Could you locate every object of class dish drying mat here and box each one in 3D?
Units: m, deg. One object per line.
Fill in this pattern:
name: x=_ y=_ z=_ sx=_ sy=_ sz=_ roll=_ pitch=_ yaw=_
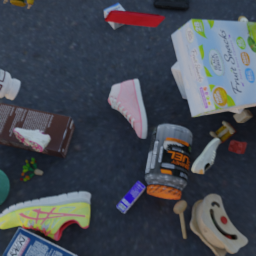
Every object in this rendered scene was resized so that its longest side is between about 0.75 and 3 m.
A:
dish drying mat: x=0.155 y=-2.533 z=6.492 sx=1.318 sy=0.506 sz=0.120 roll=-3 pitch=84 yaw=-21

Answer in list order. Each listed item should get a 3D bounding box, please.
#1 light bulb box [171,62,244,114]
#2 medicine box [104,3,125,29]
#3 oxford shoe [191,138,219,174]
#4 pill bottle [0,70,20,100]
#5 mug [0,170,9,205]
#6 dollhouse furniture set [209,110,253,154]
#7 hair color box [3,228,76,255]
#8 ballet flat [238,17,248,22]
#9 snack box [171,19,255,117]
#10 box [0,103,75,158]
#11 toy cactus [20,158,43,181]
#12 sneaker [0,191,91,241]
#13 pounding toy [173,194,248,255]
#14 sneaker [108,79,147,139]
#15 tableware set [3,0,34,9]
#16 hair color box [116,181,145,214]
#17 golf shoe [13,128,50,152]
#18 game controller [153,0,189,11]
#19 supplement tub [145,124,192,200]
light bulb box: x=3.228 y=-2.020 z=9.556 sx=2.350 sy=1.479 sz=2.371 roll=-48 pitch=41 yaw=-16
medicine box: x=-0.496 y=-4.666 z=11.704 sx=0.743 sy=0.420 sz=0.816 roll=-31 pitch=72 yaw=-12
oxford shoe: x=1.766 y=0.639 z=6.137 sx=0.295 sy=0.384 sz=1.021 roll=25 pitch=57 yaw=32
pill bottle: x=-3.820 y=-1.303 z=7.775 sx=1.419 sy=0.802 sz=0.802 roll=22 pitch=63 yaw=-36
mug: x=-4.386 y=1.773 z=8.783 sx=1.370 sy=1.031 sz=1.667 roll=23 pitch=70 yaw=18
dollhouse furniture set: x=4.175 y=-0.070 z=9.218 sx=2.487 sy=1.011 sz=1.338 roll=-45 pitch=65 yaw=28
hair color box: x=-1.796 y=3.868 z=7.726 sx=2.921 sy=1.461 sz=0.884 roll=23 pitch=63 yaw=10
ballet flat: x=4.781 y=-4.183 z=11.526 sx=0.434 sy=0.399 sz=1.265 roll=6 pitch=68 yaw=2
snack box: x=2.571 y=-1.543 z=7.177 sx=2.590 sy=0.876 sz=2.184 roll=-11 pitch=84 yaw=-28
box: x=-3.250 y=0.089 z=9.565 sx=2.538 sy=0.951 sz=1.271 roll=12 pitch=69 yaw=6
toy cactus: x=-3.205 y=1.442 z=9.375 sx=0.668 sy=0.414 sz=0.810 roll=21 pitch=66 yaw=-12
sneaker: x=-2.478 y=2.770 z=8.415 sx=2.849 sy=1.113 sz=1.286 roll=-11 pitch=71 yaw=-5
pounding toy: x=2.422 y=2.918 z=8.648 sx=2.185 sy=1.254 sz=1.249 roll=46 pitch=47 yaw=6
sneaker: x=-0.043 y=-0.623 z=9.873 sx=1.224 sy=0.882 sz=2.342 roll=-8 pitch=64 yaw=-4
tableware set: x=-2.953 y=-3.218 z=6.802 sx=1.267 sy=0.853 sz=0.194 roll=3 pitch=97 yaw=-28
hair color box: x=0.088 y=2.219 z=8.906 sx=0.337 sy=0.569 sz=1.040 roll=38 pitch=73 yaw=14
golf shoe: x=-2.560 y=0.238 z=7.469 sx=1.114 sy=0.420 sz=0.510 roll=25 pitch=52 yaw=21
game controller: x=1.880 y=-5.455 z=12.126 sx=1.545 sy=0.325 sz=0.806 roll=7 pitch=54 yaw=2
supplement tub: x=1.281 y=1.096 z=8.941 sx=1.329 sy=1.329 sz=2.169 roll=10 pitch=69 yaw=4
